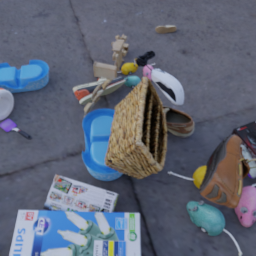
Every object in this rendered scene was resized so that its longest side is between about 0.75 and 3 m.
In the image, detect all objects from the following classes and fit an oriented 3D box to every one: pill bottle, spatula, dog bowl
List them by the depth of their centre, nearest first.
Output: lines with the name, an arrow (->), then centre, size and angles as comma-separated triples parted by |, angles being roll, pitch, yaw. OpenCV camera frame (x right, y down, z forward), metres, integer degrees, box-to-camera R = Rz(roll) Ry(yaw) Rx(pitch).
dog bowl -> -0.718, 0.521, 9.029 | 1.483, 0.659, 2.660 | -2, 48, -7
spatula -> -3.853, 0.092, 9.693 | 1.582, 0.163, 0.447 | 23, 48, 32
pill bottle -> -5.327, -1.096, 10.124 | 2.079, 1.139, 1.139 | 19, 53, 15
dog bowl -> -4.351, -2.017, 11.231 | 2.415, 0.599, 1.346 | -9, 51, -6

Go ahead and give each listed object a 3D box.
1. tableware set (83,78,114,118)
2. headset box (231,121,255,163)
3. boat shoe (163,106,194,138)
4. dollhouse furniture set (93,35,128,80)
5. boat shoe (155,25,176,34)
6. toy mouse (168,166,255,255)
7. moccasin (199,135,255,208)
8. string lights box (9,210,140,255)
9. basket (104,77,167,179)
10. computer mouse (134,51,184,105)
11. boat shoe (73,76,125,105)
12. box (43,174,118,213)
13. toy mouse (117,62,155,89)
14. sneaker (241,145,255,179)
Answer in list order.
tableware set -> -1.007, -1.073, 9.329 | 0.178, 1.534, 1.282 | 37, 41, -1
headset box -> 4.398, 0.668, 8.973 | 1.369, 0.711, 1.840 | -19, 52, -15
boat shoe -> 1.193, -0.439, 9.714 | 2.337, 0.839, 0.885 | 17, 62, 15
dollhouse furniture set -> -0.682, -3.157, 11.847 | 0.938, 1.099, 2.120 | 13, 52, 8
boat shoe -> 1.836, -4.870, 13.726 | 1.026, 0.369, 0.332 | -6, 38, 1
toy mouse -> 2.741, 2.151, 7.771 | 2.917, 0.565, 2.593 | -4, 52, 1
moccasin -> 2.762, 1.055, 7.476 | 1.116, 1.058, 2.891 | 33, 28, 10
string lights box -> -1.182, 2.812, 6.616 | 2.875, 0.848, 1.478 | 3, 56, -6
basket -> 0.551, 0.104, 7.944 | 1.659, 1.731, 2.324 | 26, 50, -22
computer mouse -> 0.979, -1.403, 7.711 | 1.818, 0.399, 0.997 | 48, 35, 4
boat shoe -> -1.059, -1.572, 10.636 | 2.094, 0.745, 0.655 | -27, 80, -24
box -> -1.311, 2.051, 7.805 | 1.862, 0.323, 1.025 | 16, 76, 9
toy mouse -> 0.475, -2.162, 11.478 | 1.998, 0.387, 1.776 | -22, 54, -17
sneaker -> 3.624, 1.102, 8.759 | 0.375, 0.537, 1.079 | -9, 65, -21
